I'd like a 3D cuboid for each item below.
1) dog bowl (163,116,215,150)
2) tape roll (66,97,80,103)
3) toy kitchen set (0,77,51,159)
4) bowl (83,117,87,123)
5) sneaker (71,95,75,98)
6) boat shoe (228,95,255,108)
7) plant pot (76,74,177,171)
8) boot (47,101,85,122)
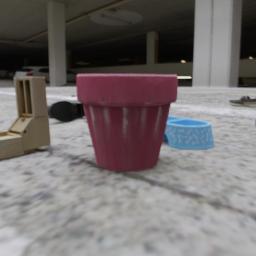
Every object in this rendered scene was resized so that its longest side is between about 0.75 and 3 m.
[{"bbox_3d":[1.304,0.063,7.979,1.356,0.603,2.432,-9,13,-37],"label":"dog bowl"},{"bbox_3d":[-2.098,-1.164,14.265,2.093,0.732,2.093,0,10,0],"label":"tape roll"},{"bbox_3d":[-3.155,-0.283,6.613,1.574,1.741,1.930,6,12,40],"label":"toy kitchen set"},{"bbox_3d":[-0.327,-1.001,11.545,2.995,1.406,2.995,1,11,0],"label":"bowl"},{"bbox_3d":[-3.002,-1.572,16.584,0.477,0.715,1.247,7,10,26],"label":"sneaker"},{"bbox_3d":[7.099,-1.615,16.804,0.764,0.688,2.124,-10,14,-43],"label":"boat shoe"},{"bbox_3d":[-0.018,-0.180,5.824,2.060,1.844,2.060,-1,10,0],"label":"plant pot"},{"bbox_3d":[-3.077,-0.693,11.962,2.124,0.845,2.439,1,4,29],"label":"boot"}]
